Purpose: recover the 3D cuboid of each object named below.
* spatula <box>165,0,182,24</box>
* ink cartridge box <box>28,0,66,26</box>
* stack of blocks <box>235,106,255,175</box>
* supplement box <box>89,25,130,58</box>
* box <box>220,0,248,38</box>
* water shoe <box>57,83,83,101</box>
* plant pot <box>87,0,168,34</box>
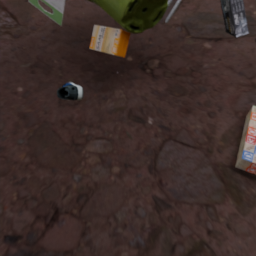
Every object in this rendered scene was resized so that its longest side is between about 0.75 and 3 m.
[{"bbox_3d":[2.004,-5.384,10.236,0.221,2.747,1.910,8,58,-22],"label":"spatula"},{"bbox_3d":[-2.933,-5.491,10.731,1.844,2.535,0.608,38,57,4],"label":"ink cartridge box"},{"bbox_3d":[4.531,0.465,9.344,1.313,0.668,2.280,19,59,12],"label":"stack of blocks"},{"bbox_3d":[-0.681,-3.117,10.070,1.417,0.893,0.521,23,15,37],"label":"supplement box"},{"bbox_3d":[3.421,-3.931,9.188,0.421,1.693,1.335,-16,24,12],"label":"box"},{"bbox_3d":[-1.502,-0.887,6.729,0.479,1.215,0.434,-1,96,-33],"label":"water shoe"},{"bbox_3d":[-0.041,-4.807,9.601,2.882,2.882,2.737,-24,64,-15],"label":"plant pot"}]
